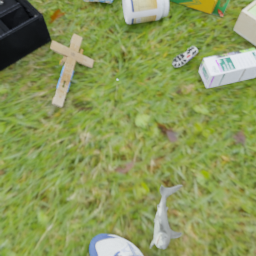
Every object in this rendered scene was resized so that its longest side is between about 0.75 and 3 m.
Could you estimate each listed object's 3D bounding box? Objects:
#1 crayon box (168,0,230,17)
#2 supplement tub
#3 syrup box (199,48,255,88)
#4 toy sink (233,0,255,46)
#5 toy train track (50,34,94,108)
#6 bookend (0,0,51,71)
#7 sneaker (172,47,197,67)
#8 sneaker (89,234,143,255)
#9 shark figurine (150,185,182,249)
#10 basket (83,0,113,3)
[{"bbox_3d":[2.849,-5.772,11.441,2.843,0.722,1.805,22,66,10],"label":"crayon box"},{"bbox_3d":[0.649,-4.638,10.646,1.594,1.151,1.151,-10,65,-5],"label":"supplement tub"},{"bbox_3d":[3.492,-2.041,9.610,1.898,0.773,0.747,-12,64,-7],"label":"syrup box"},{"bbox_3d":[5.149,-4.166,10.475,1.879,1.053,1.225,-38,70,-17],"label":"toy sink"},{"bbox_3d":[-2.137,-1.973,9.719,1.567,0.444,2.731,21,69,-27],"label":"toy train track"},{"bbox_3d":[-4.756,-3.689,10.143,2.688,1.246,2.705,-38,69,-16],"label":"bookend"},{"bbox_3d":[2.058,-2.473,10.060,1.005,0.419,0.405,-32,74,4],"label":"sneaker"},{"bbox_3d":[0.163,3.516,6.685,2.735,1.206,1.030,35,71,17],"label":"sneaker"},{"bbox_3d":[1.075,2.514,7.469,0.802,1.148,1.922,14,41,2],"label":"shark figurine"},{"bbox_3d":[-1.204,-5.971,10.792,1.750,1.984,1.380,9,53,6],"label":"basket"}]
